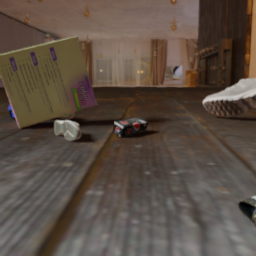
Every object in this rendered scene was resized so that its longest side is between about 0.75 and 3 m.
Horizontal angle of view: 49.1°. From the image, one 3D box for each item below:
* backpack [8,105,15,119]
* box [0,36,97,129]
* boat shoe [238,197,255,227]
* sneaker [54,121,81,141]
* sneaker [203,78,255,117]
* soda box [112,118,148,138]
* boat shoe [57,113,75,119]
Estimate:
[{"bbox_3d":[-4.297,-0.718,11.154,0.768,0.793,0.945,-18,23,-38],"label":"backpack"},{"bbox_3d":[-2.764,-1.593,9.704,2.727,2.399,1.319,-18,15,-11],"label":"box"},{"bbox_3d":[1.524,1.030,3.141,0.268,0.324,0.945,-6,4,2],"label":"boat shoe"},{"bbox_3d":[-1.598,0.017,7.910,0.601,0.527,1.500,-3,10,-32],"label":"sneaker"},{"bbox_3d":[4.374,-1.253,10.872,2.949,1.102,1.209,-10,45,38],"label":"sneaker"},{"bbox_3d":[0.081,-0.025,8.300,0.402,0.360,1.136,30,27,35],"label":"soda box"},{"bbox_3d":[-3.016,-0.728,11.212,1.860,0.695,0.636,20,-13,13],"label":"boat shoe"}]
